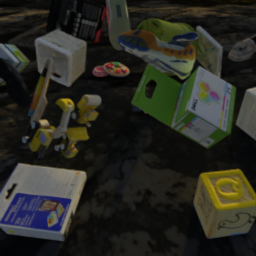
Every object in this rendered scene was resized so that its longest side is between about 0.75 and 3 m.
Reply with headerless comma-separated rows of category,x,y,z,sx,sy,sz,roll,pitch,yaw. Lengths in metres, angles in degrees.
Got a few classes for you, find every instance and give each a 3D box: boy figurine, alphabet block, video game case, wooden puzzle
boy figurine,0.849,-0.933,12.541,1.420,0.457,0.883,-2,36,1
alphabet block,2.713,2.135,7.927,1.300,1.331,1.307,-7,39,-7
video game case,3.341,-3.110,11.721,0.197,1.636,1.795,-21,49,-4
wooden puzzle,-2.567,-1.002,8.106,0.302,1.499,1.620,14,53,-25

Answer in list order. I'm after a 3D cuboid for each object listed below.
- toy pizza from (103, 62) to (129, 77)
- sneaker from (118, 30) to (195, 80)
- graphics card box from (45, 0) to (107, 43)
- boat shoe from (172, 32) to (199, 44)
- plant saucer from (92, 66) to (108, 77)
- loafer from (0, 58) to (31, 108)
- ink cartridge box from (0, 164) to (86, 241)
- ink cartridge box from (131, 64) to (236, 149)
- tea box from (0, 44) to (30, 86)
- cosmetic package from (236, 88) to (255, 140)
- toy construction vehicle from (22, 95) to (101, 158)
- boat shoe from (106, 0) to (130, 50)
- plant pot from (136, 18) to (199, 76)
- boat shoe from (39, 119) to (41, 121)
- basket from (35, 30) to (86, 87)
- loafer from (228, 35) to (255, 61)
toy pizza,-0.649,-3.284,15.466,1.470,0.233,1.470,9,39,-7
sneaker,0.813,-2.286,9.044,2.645,1.166,0.996,26,59,22
graphics card box,-2.065,-4.451,11.457,0.642,1.583,2.523,31,25,28
boat shoe,2.061,-3.108,9.876,1.009,0.365,0.364,10,67,40
plant saucer,-1.507,-3.157,15.515,0.942,0.239,0.942,0,38,0
loafer,-3.151,-1.282,7.916,0.567,1.558,0.563,-28,3,18
ink cartridge box,-2.722,2.178,8.562,2.332,0.548,2.305,4,40,8
ink cartridge box,1.559,-0.856,7.624,2.479,0.939,1.832,29,53,-9
tea box,-3.907,-1.967,8.817,1.125,0.751,1.106,-41,9,13
cosmetic package,5.722,-0.439,10.857,1.734,1.732,2.102,-16,42,-20
toy construction vehicle,-1.437,0.101,6.657,0.691,1.963,1.709,51,27,22
boat shoe,-0.463,-4.940,12.462,0.968,2.776,0.988,-7,32,-5
plant pot,1.355,-3.344,11.111,2.228,2.228,2.116,30,17,32
boat shoe,-3.607,-0.092,11.548,0.406,0.343,1.140,-15,41,-18
basket,-2.399,-2.565,10.141,1.439,1.452,1.168,27,50,11
loafer,2.910,-2.003,6.705,1.335,0.420,0.480,-28,53,-26
